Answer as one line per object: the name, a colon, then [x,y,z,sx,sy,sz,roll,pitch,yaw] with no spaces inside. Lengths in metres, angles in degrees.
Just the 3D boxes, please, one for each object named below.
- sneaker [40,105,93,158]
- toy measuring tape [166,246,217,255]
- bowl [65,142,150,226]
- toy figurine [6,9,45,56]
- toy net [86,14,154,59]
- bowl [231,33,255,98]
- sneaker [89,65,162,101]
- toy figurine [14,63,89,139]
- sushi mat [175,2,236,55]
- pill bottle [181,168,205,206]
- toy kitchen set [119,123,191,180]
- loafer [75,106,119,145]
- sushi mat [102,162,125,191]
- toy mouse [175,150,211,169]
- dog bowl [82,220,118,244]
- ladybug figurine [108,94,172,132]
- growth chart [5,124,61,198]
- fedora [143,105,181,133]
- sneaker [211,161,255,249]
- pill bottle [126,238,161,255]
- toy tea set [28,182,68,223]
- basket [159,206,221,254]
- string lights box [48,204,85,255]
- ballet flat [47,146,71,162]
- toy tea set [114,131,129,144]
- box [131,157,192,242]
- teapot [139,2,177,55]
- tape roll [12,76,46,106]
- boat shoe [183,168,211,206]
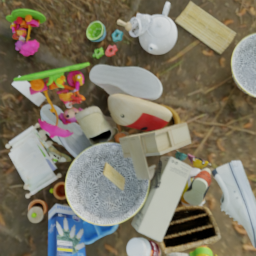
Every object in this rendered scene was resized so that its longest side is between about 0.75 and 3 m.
sneaker: [-2.190,0.287,10.134,0.972,0.943,2.663,-31,69,-34]
toy measuring tape: [2.228,4.284,9.544,1.781,0.655,0.655,11,80,3]
bowl: [-0.583,1.836,8.847,2.539,1.192,2.539,-2,65,4]
toy figurine: [-4.065,-3.577,10.917,1.667,1.251,1.534,1,88,22]
toy net: [-0.334,-3.587,10.610,2.676,0.517,1.404,-11,74,25]
bowl: [4.915,-2.114,10.468,2.549,1.196,2.549,0,80,0]
sneaker: [0.132,-1.429,9.906,2.724,1.574,1.004,21,84,27]
toy figurine: [-2.105,-0.773,8.869,2.317,1.740,2.133,-17,107,-17]
sushi mat: [3.135,-4.058,11.370,2.360,0.143,1.129,39,81,6]
pill bottle: [2.217,2.192,9.749,0.800,0.800,1.465,-8,94,-2]
toy kitchen set: [0.842,0.705,8.307,1.424,1.579,1.288,-15,93,-40]
loafer: [-0.954,0.123,9.229,1.033,2.730,0.932,-21,74,9]
sushi mat: [-0.407,1.446,8.280,0.057,0.941,0.450,-25,35,30]
toy mouse: [1.932,1.002,8.809,1.471,1.307,0.285,18,92,-40]
dog bowl: [-1.119,3.458,9.805,1.626,0.403,0.906,-24,79,-7]
ladybug figurine: [0.386,-0.415,9.110,1.744,2.569,0.924,17,93,46]
growth chart: [-3.459,1.150,10.360,1.708,0.209,2.361,-27,80,-5]
fedora: [1.184,-0.131,10.396,1.473,0.601,1.473,0,78,1]
sneaker: [3.103,2.193,7.876,0.922,0.951,2.604,-19,92,23]
pill bottle: [0.451,3.545,8.087,0.650,1.138,0.650,-14,57,24]
toy tea set: [-2.106,2.532,9.667,2.792,1.033,1.660,-35,81,-7]
basket: [1.768,3.060,8.659,1.786,1.330,1.274,-15,63,3]
string lights box: [-1.902,3.376,8.587,0.974,0.559,1.896,21,35,-32]
ballet flat: [-2.444,1.007,9.823,0.969,0.343,0.343,38,80,-26]
toy tea set: [-0.208,0.676,9.687,1.040,1.750,0.647,7,50,-16]
box: [0.967,2.015,8.220,0.782,0.939,2.286,27,78,-8]
teapot: [1.181,-3.737,10.775,1.619,1.198,1.641,-24,80,-5]
tape roll: [-3.642,-1.337,10.306,1.233,1.233,0.431,39,82,7]
boat shoe: [2.062,1.778,8.262,0.571,1.605,0.502,25,53,17]
